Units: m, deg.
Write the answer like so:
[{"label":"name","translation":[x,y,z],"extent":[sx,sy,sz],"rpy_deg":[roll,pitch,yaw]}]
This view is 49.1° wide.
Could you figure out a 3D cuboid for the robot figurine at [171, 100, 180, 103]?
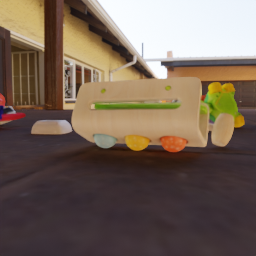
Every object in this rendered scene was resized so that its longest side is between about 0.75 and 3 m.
[{"label":"robot figurine","translation":[1.924,-0.549,8.992],"extent":[1.068,0.887,1.421],"rpy_deg":[0,4,-36]}]

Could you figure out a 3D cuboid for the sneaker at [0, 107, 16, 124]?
[{"label":"sneaker","translation":[-4.800,-0.859,8.178],"extent":[2.878,1.638,1.086],"rpy_deg":[-3,6,-33]}]

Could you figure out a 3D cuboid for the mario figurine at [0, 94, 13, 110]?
[{"label":"mario figurine","translation":[-5.865,-1.042,11.560],"extent":[2.731,1.447,1.686],"rpy_deg":[0,12,41]}]

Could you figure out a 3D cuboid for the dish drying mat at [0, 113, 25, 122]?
[{"label":"dish drying mat","translation":[-3.759,-0.134,6.903],"extent":[0.924,0.219,2.407],"rpy_deg":[-3,7,26]}]

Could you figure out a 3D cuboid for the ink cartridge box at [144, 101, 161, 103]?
[{"label":"ink cartridge box","translation":[1.255,-1.090,14.408],"extent":[0.795,1.100,0.466],"rpy_deg":[2,5,19]}]

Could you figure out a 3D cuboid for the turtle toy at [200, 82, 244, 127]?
[{"label":"turtle toy","translation":[2.418,-0.544,7.885],"extent":[1.793,1.307,0.906],"rpy_deg":[-4,-14,-40]}]

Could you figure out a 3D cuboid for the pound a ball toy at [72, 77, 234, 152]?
[{"label":"pound a ball toy","translation":[0.410,-0.012,4.097],"extent":[2.061,0.876,1.344],"rpy_deg":[2,-20,24]}]

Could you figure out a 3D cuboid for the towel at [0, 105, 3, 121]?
[{"label":"towel","translation":[-3.315,-0.131,5.599],"extent":[1.387,0.344,1.024],"rpy_deg":[2,32,-5]}]

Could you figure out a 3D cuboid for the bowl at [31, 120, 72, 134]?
[{"label":"bowl","translation":[-1.748,-0.029,6.431],"extent":[0.770,0.288,0.771],"rpy_deg":[0,6,10]}]
